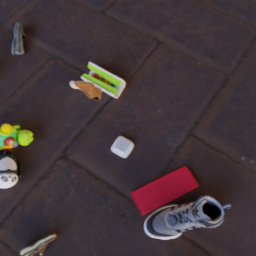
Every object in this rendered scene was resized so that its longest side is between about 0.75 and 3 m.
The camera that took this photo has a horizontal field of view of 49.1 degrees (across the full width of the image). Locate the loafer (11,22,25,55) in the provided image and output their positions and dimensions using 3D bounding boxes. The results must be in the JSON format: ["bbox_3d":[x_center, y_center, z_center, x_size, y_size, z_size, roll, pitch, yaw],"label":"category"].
[{"bbox_3d":[-5.252,-4.314,13.611,0.565,0.645,1.796,5,70,-12],"label":"loafer"}]

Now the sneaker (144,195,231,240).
[{"bbox_3d":[1.949,2.906,9.282,2.878,1.638,1.086,-11,63,-5],"label":"sneaker"}]

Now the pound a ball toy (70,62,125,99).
[{"bbox_3d":[-1.330,-1.914,12.319,2.061,0.876,1.344,30,92,14],"label":"pound a ball toy"}]

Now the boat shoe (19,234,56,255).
[{"bbox_3d":[-2.966,4.037,9.426,1.255,0.463,0.464,-27,78,-5],"label":"boat shoe"}]

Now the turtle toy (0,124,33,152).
[{"bbox_3d":[-4.645,0.408,10.882,1.793,1.307,0.906,-16,84,-9],"label":"turtle toy"}]

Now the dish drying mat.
[{"bbox_3d":[1.354,2.310,10.400,2.407,0.219,0.924,-24,65,-11],"label":"dish drying mat"}]

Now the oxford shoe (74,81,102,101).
[{"bbox_3d":[-1.459,-1.373,10.441,0.490,1.375,0.490,-11,69,35],"label":"oxford shoe"}]

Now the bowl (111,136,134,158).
[{"bbox_3d":[-0.225,0.721,11.167,0.770,0.288,0.771,29,65,13],"label":"bowl"}]

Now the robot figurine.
[{"bbox_3d":[-4.588,1.521,10.409,1.068,0.887,1.421,-14,64,-5],"label":"robot figurine"}]
